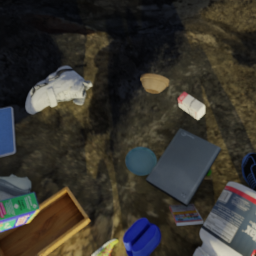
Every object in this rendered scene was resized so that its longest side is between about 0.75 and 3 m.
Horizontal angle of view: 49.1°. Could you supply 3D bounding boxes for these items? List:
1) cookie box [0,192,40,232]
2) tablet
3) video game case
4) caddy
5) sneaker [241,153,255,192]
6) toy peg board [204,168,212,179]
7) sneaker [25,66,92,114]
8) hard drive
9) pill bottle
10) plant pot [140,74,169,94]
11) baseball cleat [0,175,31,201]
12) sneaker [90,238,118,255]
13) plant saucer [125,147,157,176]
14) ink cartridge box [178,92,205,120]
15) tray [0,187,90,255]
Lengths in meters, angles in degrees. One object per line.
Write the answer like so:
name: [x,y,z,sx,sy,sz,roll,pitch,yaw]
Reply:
cookie box: [-2.890,2.060,6.552,1.310,1.120,0.492,-9,64,-38]
tablet: [-5.624,0.216,11.870,1.570,0.165,2.413,-13,60,-8]
video game case: [1.976,2.981,9.674,0.885,1.237,0.108,-4,101,-2]
caddy: [0.470,3.728,9.385,1.361,0.714,0.962,-40,43,-21]
sneaker: [4.896,2.059,10.170,0.981,1.089,2.796,-1,58,0]
toy peg board: [2.783,1.470,10.911,0.947,0.465,0.951,0,58,0]
sneaker: [-2.994,-1.485,12.353,1.709,1.117,2.973,29,59,20]
hard drive: [2.102,1.424,10.636,1.773,0.418,2.541,28,70,25]
pill bottle: [3.260,3.295,8.825,1.664,1.664,2.783,31,82,18]
plant pot: [0.786,-1.310,8.577,0.886,0.886,0.409,11,83,6]
baseball cleat: [-5.065,2.411,9.988,2.992,1.043,1.592,-2,58,-1]
sneaker: [-0.723,4.119,9.342,1.070,0.418,0.483,-35,75,-16]
plant saucer: [0.513,1.345,11.164,1.246,0.171,1.246,0,58,-1]
ink cartridge box: [2.154,-0.745,9.548,0.358,0.634,0.865,-46,63,-8]
tray: [-2.955,3.516,9.600,2.985,0.553,1.472,-33,63,-20]
